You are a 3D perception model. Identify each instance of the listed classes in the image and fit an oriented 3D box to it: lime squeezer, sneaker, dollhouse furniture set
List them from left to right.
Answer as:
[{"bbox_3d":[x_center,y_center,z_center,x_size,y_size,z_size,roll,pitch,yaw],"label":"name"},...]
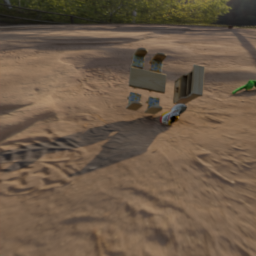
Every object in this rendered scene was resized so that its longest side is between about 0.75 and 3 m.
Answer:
[{"bbox_3d":[1.333,-1.764,10.644,2.537,2.224,1.686,10,-12,-14],"label":"dollhouse furniture set"},{"bbox_3d":[1.783,-0.459,10.514,1.254,0.488,0.515,-35,45,-23],"label":"sneaker"},{"bbox_3d":[6.305,-1.971,13.888,2.815,0.531,0.994,-2,56,-7],"label":"lime squeezer"}]
